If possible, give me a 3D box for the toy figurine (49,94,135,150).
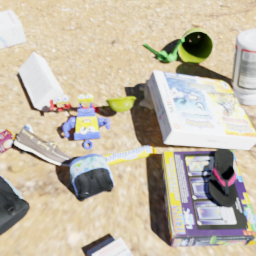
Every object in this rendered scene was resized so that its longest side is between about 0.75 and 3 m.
[{"bbox_3d":[-0.963,-0.086,7.882,2.381,1.256,1.426,-3,77,-8],"label":"toy figurine"}]

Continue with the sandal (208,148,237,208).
[{"bbox_3d":[2.107,1.003,6.176,0.591,0.355,1.574,10,48,8],"label":"sandal"}]

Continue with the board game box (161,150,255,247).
[{"bbox_3d":[1.727,1.526,6.361,1.774,0.609,2.146,-1,47,1],"label":"board game box"}]

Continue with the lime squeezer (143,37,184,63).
[{"bbox_3d":[1.303,-2.780,10.289,0.432,0.808,2.289,-45,29,-15],"label":"lime squeezer"}]

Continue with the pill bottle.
[{"bbox_3d":[3.720,-1.764,8.351,1.151,2.022,1.151,-7,43,6],"label":"pill bottle"}]

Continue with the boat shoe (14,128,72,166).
[{"bbox_3d":[-2.090,0.501,7.103,1.540,0.553,0.458,25,92,0],"label":"boat shoe"}]

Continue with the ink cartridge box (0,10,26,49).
[{"bbox_3d":[-5.267,-3.821,11.116,1.957,0.856,1.422,-25,53,-19],"label":"ink cartridge box"}]

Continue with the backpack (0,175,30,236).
[{"bbox_3d":[-2.988,1.609,6.041,1.219,1.148,1.494,-37,70,-29],"label":"backpack"}]

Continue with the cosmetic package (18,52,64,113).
[{"bbox_3d":[-2.810,-1.488,8.954,0.862,0.529,2.089,-45,52,13],"label":"cosmetic package"}]

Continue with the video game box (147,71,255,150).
[{"bbox_3d":[1.982,-0.522,7.782,2.573,0.602,2.344,5,50,-18],"label":"video game box"}]

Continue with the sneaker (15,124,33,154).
[{"bbox_3d":[-2.838,0.308,7.635,0.539,0.372,0.969,-15,55,-25],"label":"sneaker"}]

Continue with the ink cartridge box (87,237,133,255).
[{"bbox_3d":[-0.247,2.650,5.405,0.687,0.405,1.193,-22,49,-27],"label":"ink cartridge box"}]

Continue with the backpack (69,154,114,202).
[{"bbox_3d":[-0.878,1.051,6.453,0.952,1.040,0.764,-17,50,-9],"label":"backpack"}]

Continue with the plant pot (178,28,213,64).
[{"bbox_3d":[2.476,-3.211,10.441,1.228,1.228,1.312,5,37,5],"label":"plant pot"}]

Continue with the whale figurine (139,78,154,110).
[{"bbox_3d":[0.805,-1.053,8.812,0.967,0.631,1.215,19,67,16],"label":"whale figurine"}]

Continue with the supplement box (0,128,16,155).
[{"bbox_3d":[-3.412,0.419,7.501,0.325,0.419,0.759,34,56,28],"label":"supplement box"}]

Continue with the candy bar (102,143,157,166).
[{"bbox_3d":[-0.040,0.725,7.387,1.642,0.182,0.409,-12,49,-10],"label":"candy bar"}]
